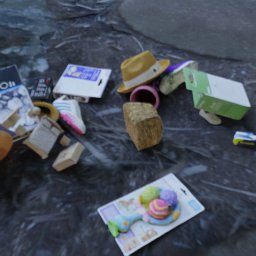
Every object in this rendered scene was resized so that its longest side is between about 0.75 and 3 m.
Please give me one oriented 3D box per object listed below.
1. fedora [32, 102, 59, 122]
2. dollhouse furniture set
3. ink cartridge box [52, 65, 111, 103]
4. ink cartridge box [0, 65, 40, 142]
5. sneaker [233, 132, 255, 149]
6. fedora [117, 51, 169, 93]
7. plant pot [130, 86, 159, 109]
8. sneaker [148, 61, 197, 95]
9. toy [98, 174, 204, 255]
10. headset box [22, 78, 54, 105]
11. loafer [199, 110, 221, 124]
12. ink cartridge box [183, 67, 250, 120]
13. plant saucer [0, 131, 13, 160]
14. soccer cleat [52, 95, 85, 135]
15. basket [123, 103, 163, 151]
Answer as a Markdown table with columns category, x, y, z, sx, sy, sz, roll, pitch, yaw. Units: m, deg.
| category | x | y | z | sx | sy | sz | roll | pitch | yaw |
| --- | --- | --- | --- | --- | --- | --- | --- | --- | --- |
| fedora | -3.545 | -0.244 | 10.770 | 1.835 | 0.748 | 1.835 | 1 | 41 | 0 |
| dollhouse furniture set | -2.619 | 0.112 | 9.064 | 1.060 | 2.394 | 1.241 | -27 | 28 | 38 |
| ink cartridge box | -2.047 | -2.039 | 12.902 | 2.179 | 0.473 | 2.158 | 8 | 46 | 8 |
| ink cartridge box | -4.841 | -0.600 | 9.857 | 2.814 | 0.611 | 2.788 | -24 | 71 | -11 |
| sneaker | 4.528 | 0.425 | 10.256 | 1.273 | 0.471 | 0.524 | 12 | 42 | 12 |
| fedora | 0.474 | -2.613 | 12.348 | 2.724 | 1.111 | 2.724 | -28 | 19 | 10 |
| plant pot | 0.767 | -1.278 | 11.734 | 1.155 | 1.155 | 1.034 | 11 | 29 | 12 |
| sneaker | 2.051 | -2.555 | 13.161 | 2.855 | 0.992 | 1.420 | -29 | 37 | -34 |
| toy | 0.695 | 2.239 | 8.113 | 2.778 | 0.656 | 1.599 | -23 | 48 | -23 |
| headset box | -4.381 | -1.431 | 12.036 | 2.076 | 0.802 | 1.545 | -2 | 42 | -1 |
| loafer | 3.321 | -0.487 | 11.342 | 0.375 | 0.338 | 0.991 | -31 | 51 | -30 |
| ink cartridge box | 3.365 | -1.392 | 11.298 | 2.751 | 0.816 | 1.428 | 14 | 47 | -12 |
| plant saucer | -4.767 | 0.839 | 8.576 | 2.454 | 2.454 | 0.459 | -20 | 74 | -20 |
| soccer cleat | -2.217 | -0.608 | 11.028 | 0.959 | 0.776 | 2.221 | -44 | 53 | -11 |
| basket | 0.555 | -0.184 | 10.060 | 1.100 | 1.542 | 1.148 | -21 | 46 | -10 |
